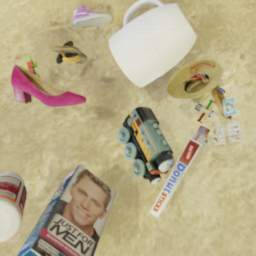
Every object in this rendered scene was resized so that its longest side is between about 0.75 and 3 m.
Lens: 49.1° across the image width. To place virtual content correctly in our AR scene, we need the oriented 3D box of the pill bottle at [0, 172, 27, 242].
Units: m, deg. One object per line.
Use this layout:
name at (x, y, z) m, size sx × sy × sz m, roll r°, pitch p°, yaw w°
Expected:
pill bottle at (-3.167, 1.859, 7.060) m, size 1.116 × 1.975 × 1.116 m, roll -3°, pitch 103°, yaw -13°

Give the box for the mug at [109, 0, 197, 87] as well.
mug at (0.788, -3.132, 9.374) m, size 2.400 × 2.021 × 2.737 m, roll -30°, pitch 69°, yaw 23°

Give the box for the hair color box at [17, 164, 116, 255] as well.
hair color box at (-1.457, 2.466, 7.355) m, size 1.477 × 0.894 × 2.953 m, roll 42°, pitch 31°, yaw -12°

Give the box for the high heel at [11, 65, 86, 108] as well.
high heel at (-2.644, -1.390, 9.284) m, size 2.631 × 0.886 × 1.262 m, roll 7°, pitch 107°, yaw 16°

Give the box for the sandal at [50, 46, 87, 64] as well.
sandal at (-1.887, -2.337, 9.310) m, size 0.703 × 1.751 × 0.473 m, roll -1°, pitch 86°, yaw 18°

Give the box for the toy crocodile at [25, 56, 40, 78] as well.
toy crocodile at (-3.689, -2.190, 10.721) m, size 0.431 × 0.394 × 1.277 m, roll -17°, pitch 77°, yaw -3°

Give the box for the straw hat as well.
straw hat at (2.217, -1.267, 8.816) m, size 1.894 × 0.802 × 1.894 m, roll -20°, pitch 39°, yaw 17°

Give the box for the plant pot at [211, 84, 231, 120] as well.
plant pot at (3.108, -0.943, 9.487) m, size 0.207 × 1.509 × 1.509 m, roll -23°, pitch 70°, yaw 27°

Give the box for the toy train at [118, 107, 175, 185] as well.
toy train at (0.564, 0.501, 8.879) m, size 1.057 × 1.413 × 2.479 m, roll 7°, pitch 45°, yaw -39°

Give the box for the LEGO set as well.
LEGO set at (2.858, -0.328, 9.024) m, size 1.368 × 0.449 × 1.831 m, roll -16°, pitch 66°, yaw 34°

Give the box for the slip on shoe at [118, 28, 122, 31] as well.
slip on shoe at (0.598, -4.510, 12.694) m, size 2.528 × 0.773 × 0.936 m, roll -27°, pitch 72°, yaw -10°

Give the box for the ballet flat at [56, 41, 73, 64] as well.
ballet flat at (-2.456, -2.909, 10.737) m, size 0.356 × 0.304 × 1.071 m, roll 36°, pitch 74°, yaw -19°

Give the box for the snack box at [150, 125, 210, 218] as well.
snack box at (1.450, 1.305, 8.128) m, size 0.355 × 2.921 × 1.050 m, roll 31°, pitch 33°, yaw 15°

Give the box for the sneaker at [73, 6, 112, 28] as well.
sneaker at (-1.684, -5.313, 13.036) m, size 1.791 × 0.649 × 1.021 m, roll -5°, pitch 69°, yaw -2°
